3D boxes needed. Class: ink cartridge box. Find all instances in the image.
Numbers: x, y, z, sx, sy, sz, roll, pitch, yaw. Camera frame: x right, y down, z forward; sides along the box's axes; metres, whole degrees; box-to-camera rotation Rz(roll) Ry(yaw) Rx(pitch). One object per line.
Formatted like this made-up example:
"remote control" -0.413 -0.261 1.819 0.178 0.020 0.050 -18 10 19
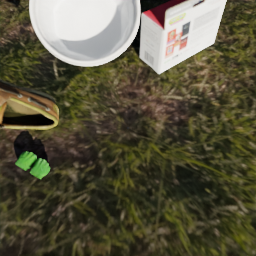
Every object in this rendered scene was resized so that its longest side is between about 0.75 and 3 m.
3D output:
"ink cartridge box" 1.907 -3.709 9.832 2.868 2.518 1.203 -31 61 -20

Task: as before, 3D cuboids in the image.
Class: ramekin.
"ramekin" -1.082 -2.958 7.544 2.733 1.435 2.733 0 93 -3

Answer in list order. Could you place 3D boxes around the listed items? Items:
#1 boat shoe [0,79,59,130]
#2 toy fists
"boat shoe" -2.273 -0.416 4.863 2.163 0.778 0.735 5 30 -27
"toy fists" -2.667 1.031 7.929 0.990 0.340 0.504 26 67 15
